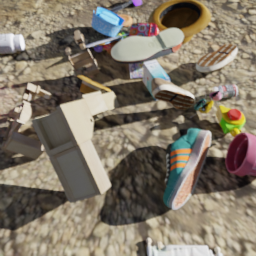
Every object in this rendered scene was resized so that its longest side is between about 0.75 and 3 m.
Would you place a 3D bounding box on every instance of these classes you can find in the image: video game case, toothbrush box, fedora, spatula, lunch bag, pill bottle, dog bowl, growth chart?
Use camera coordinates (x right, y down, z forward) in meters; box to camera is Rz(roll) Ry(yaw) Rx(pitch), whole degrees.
[{"bbox_3d":[0.613,-2.447,11.462,1.129,0.102,0.808,-6,84,-5],"label":"video game case"},{"bbox_3d":[1.045,-1.811,10.654,0.545,0.936,1.278,-16,52,-13],"label":"toothbrush box"},{"bbox_3d":[2.349,-4.733,12.934,2.910,1.187,2.910,-3,57,5],"label":"fedora"},{"bbox_3d":[-0.175,-6.553,14.966,2.421,0.249,0.684,-38,102,-24],"label":"spatula"},{"bbox_3d":[0.715,-3.646,11.959,1.395,0.649,1.584,7,81,16],"label":"lunch bag"},{"bbox_3d":[3.631,-1.359,10.567,0.838,0.485,0.485,-6,50,-6],"label":"pill bottle"},{"bbox_3d":[-0.957,-4.836,12.850,1.389,0.618,2.492,23,28,-10],"label":"dog bowl"},{"bbox_3d":[-1.311,-1.411,10.302,1.433,1.433,0.584,30,98,23],"label":"fedora"},{"bbox_3d":[-5.382,-3.687,12.311,1.432,0.812,0.812,-5,50,-5],"label":"pill bottle"},{"bbox_3d":[1.416,3.475,6.702,2.045,0.181,1.480,4,51,3],"label":"growth chart"}]

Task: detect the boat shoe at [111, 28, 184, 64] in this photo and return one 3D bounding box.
[{"bbox_3d":[0.749,-3.083,11.064,2.984,0.933,1.062,-20,78,-11],"label":"boat shoe"}]

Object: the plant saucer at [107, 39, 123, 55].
[{"bbox_3d":[-0.319,-3.681,12.703,1.332,0.215,1.332,0,50,-1],"label":"plant saucer"}]

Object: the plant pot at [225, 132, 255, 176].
[{"bbox_3d":[3.710,0.893,8.281,1.139,1.272,1.272,18,51,-4],"label":"plant pot"}]

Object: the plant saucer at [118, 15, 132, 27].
[{"bbox_3d":[-0.329,-5.464,14.229,1.074,0.173,1.074,0,49,0],"label":"plant saucer"}]

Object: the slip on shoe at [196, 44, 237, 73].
[{"bbox_3d":[3.568,-2.611,11.225,0.968,0.771,2.547,23,44,31],"label":"slip on shoe"}]

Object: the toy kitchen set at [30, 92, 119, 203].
[{"bbox_3d":[-1.555,0.567,8.780,2.333,2.580,2.860,-22,4,29],"label":"toy kitchen set"}]

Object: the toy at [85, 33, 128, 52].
[{"bbox_3d":[-0.989,-3.689,12.405,2.018,0.476,1.162,-28,23,-19],"label":"toy"}]

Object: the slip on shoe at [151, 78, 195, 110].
[{"bbox_3d":[1.546,-1.176,9.675,2.061,0.784,0.624,10,49,-40],"label":"slip on shoe"}]

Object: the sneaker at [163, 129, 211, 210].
[{"bbox_3d":[1.524,1.117,8.295,1.080,0.965,2.703,11,53,33],"label":"sneaker"}]

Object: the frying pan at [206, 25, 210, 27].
[{"bbox_3d":[3.276,-5.295,13.945,1.610,0.262,0.974,10,58,13],"label":"frying pan"}]

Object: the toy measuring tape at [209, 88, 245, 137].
[{"bbox_3d":[3.486,-0.562,9.741,0.827,0.827,2.248,-3,47,-3],"label":"toy measuring tape"}]

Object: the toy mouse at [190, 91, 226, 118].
[{"bbox_3d":[2.848,-0.925,9.963,0.281,1.452,1.291,47,24,-12],"label":"toy mouse"}]

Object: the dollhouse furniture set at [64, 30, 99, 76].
[{"bbox_3d":[-1.898,-2.882,11.055,0.878,1.694,0.750,-22,48,2],"label":"dollhouse furniture set"}]

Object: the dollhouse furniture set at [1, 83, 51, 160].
[{"bbox_3d":[-3.271,-0.136,9.302,1.061,1.242,2.397,25,45,-29],"label":"dollhouse furniture set"}]
